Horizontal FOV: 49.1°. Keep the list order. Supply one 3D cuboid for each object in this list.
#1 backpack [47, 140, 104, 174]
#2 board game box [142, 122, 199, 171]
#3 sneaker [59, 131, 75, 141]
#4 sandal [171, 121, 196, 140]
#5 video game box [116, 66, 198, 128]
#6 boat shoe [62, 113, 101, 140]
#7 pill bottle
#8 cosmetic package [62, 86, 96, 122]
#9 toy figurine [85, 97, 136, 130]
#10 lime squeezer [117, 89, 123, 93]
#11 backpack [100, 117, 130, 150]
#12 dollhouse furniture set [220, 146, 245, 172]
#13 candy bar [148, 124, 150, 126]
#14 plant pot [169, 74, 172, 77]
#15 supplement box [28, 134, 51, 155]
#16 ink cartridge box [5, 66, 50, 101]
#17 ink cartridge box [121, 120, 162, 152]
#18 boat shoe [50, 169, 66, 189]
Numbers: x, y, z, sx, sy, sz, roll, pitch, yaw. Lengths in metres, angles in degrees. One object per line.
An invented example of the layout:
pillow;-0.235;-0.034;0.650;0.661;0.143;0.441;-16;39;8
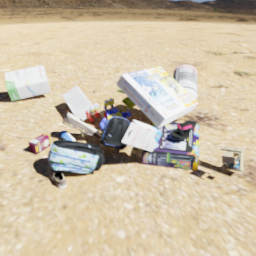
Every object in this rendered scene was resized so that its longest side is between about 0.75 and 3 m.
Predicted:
backpack;-1.654;0.850;8.471;1.494;1.148;1.219;27;6;-30
board game box;1.526;0.537;9.605;1.774;0.609;2.146;5;28;13
sneaker;-2.373;0.398;10.142;0.539;0.372;0.969;-12;34;-40
sandal;1.910;-0.023;9.521;0.591;0.355;1.574;14;30;25
video game box;1.188;-1.305;10.794;2.344;0.602;2.573;49;42;15
boat shoe;-1.657;0.040;10.254;1.540;0.458;0.553;33;-2;-12
pill bottle;2.560;-1.748;12.772;1.151;1.151;2.022;5;59;9
cosmetic package;-2.169;-1.081;12.276;0.862;0.529;2.089;-37;39;-4
toy figurine;-0.359;-0.316;11.188;2.381;1.256;1.426;-19;64;-13
lime squeezer;0.308;-1.955;14.518;2.289;0.808;0.432;-16;27;46
backpack;-0.433;0.168;9.703;0.952;1.040;0.764;16;-10;-11
dollhouse furniture set;2.942;0.981;8.190;0.642;0.645;0.916;5;16;37
candy bar;0.113;0.127;10.641;1.642;0.409;0.182;-9;34;-17
plant pot;1.529;-2.368;14.906;1.228;1.228;1.312;-16;22;-28
supplement box;-3.074;0.555;9.776;0.325;0.419;0.759;13;29;24
ink cartridge box;-5.057;-2.272;14.140;1.957;0.856;1.422;-17;49;-12
ink cartridge box;0.336;0.216;8.327;1.193;0.687;0.405;20;14;-34
boat shoe;-2.068;1.417;8.218;0.334;0.276;0.928;-14;30;-26
